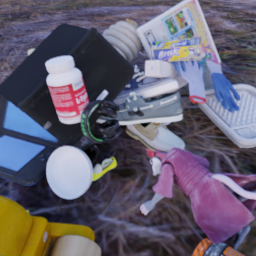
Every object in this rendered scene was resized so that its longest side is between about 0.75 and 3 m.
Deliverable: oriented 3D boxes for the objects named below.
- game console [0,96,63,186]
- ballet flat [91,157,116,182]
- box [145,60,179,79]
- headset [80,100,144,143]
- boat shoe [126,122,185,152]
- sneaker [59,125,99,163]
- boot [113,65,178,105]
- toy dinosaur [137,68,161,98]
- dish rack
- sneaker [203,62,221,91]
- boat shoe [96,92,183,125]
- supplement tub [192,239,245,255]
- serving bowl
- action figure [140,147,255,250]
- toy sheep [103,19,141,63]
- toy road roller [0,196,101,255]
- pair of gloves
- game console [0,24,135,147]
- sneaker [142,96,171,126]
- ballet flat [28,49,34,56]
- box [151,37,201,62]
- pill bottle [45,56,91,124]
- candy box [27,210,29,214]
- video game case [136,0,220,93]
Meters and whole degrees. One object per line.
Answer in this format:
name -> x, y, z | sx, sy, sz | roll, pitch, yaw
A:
game console -> -3.248, 0.023, 8.102 | 2.819, 1.668, 2.406 | 12, 34, 20
ballet flat -> -0.718, 1.092, 7.655 | 0.979, 0.328, 0.327 | -28, 41, -36
box -> 1.128, -1.804, 8.839 | 0.440, 0.471, 2.272 | 3, 9, 24
headset -> -0.377, -0.205, 6.865 | 0.786, 1.033, 1.673 | 7, 17, 41
boat shoe -> 0.797, 0.137, 8.763 | 2.201, 0.753, 0.823 | 24, 38, 32
sneaker -> -1.271, 0.494, 8.187 | 1.046, 0.757, 2.141 | 6, 34, 10
boot -> 0.251, -1.531, 9.120 | 2.818, 1.273, 1.025 | -10, 6, 41
toy dinosaur -> 0.568, -1.614, 10.410 | 2.609, 0.619, 1.150 | 20, 75, 10
dish rack -> 3.917, -0.408, 9.486 | 2.526, 0.641, 2.943 | -12, 42, -16
sneaker -> 3.621, -1.978, 11.409 | 0.981, 1.510, 2.615 | -11, 35, -17
boat shoe -> 0.244, -0.638, 8.339 | 2.916, 0.901, 1.062 | -3, 16, -14
supplement tub -> 1.772, 2.535, 4.504 | 1.525, 0.934, 0.934 | 24, 39, 36
serving bowl -> -1.402, 1.097, 6.997 | 1.293, 1.293, 0.425 | 15, 5, 23
action figure -> 1.442, 1.191, 6.072 | 2.794, 2.080, 1.871 | 38, 52, 25
toy sheep -> -0.344, -2.962, 10.205 | 1.587, 1.587, 2.302 | 23, 79, 31
toy road roller -> -1.781, 2.074, 4.585 | 2.466, 1.800, 1.515 | 4, 39, 6
pair of gloves -> 2.599, -1.523, 9.199 | 2.739, 0.312, 2.202 | 11, 54, -30
game console -> -1.749, -1.322, 7.926 | 2.907, 2.556, 1.692 | -52, 17, -12
sneaker -> 0.618, -0.846, 10.017 | 2.104, 1.045, 0.820 | 16, 38, 28
ballet flat -> -2.593, -2.172, 8.580 | 1.054, 0.366, 0.366 | 9, 32, -1
box -> 1.425, -2.305, 8.309 | 1.435, 0.503, 0.461 | 1, 48, 17
pill bottle -> -1.399, -0.877, 6.494 | 0.803, 1.430, 0.803 | -8, 31, 5
candy box -> -2.349, 2.239, 6.003 | 0.520, 0.134, 1.017 | -11, 35, -18
video game case -> 1.865, -2.889, 9.992 | 2.364, 2.597, 0.308 | -33, 23, -5
